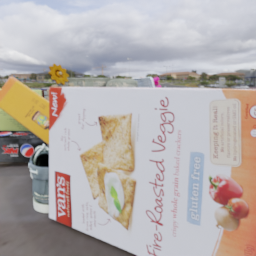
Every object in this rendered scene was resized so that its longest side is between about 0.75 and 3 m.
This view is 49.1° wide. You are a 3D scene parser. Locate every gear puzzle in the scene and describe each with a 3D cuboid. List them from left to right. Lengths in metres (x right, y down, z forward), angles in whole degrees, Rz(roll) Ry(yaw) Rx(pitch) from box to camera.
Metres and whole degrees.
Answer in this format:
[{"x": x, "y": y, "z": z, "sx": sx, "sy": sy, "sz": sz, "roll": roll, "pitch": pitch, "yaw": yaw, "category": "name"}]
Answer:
[{"x": -1.684, "y": -0.573, "z": 7.673, "sx": 0.327, "sy": 2.500, "sz": 1.295, "roll": -21, "pitch": -2, "yaw": 38, "category": "gear puzzle"}]

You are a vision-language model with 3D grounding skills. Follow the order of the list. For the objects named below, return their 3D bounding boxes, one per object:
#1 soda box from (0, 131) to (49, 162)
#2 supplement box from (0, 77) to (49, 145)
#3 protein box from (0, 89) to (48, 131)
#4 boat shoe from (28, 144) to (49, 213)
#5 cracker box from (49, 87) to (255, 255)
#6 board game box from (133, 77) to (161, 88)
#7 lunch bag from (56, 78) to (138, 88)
[{"x": -2.829, "y": 0.471, "z": 7.305, "sx": 2.086, "sy": 0.660, "sz": 0.738, "roll": 1, "pitch": 15, "yaw": 5, "category": "soda box"}, {"x": -1.929, "y": -0.232, "z": 6.339, "sx": 2.337, "sy": 0.778, "sz": 0.804, "roll": 33, "pitch": -7, "yaw": 23, "category": "supplement box"}, {"x": -3.194, "y": -0.236, "z": 8.260, "sx": 1.795, "sy": 1.809, "sz": 1.220, "roll": 0, "pitch": 9, "yaw": 1, "category": "protein box"}, {"x": -1.450, "y": 0.709, "z": 5.366, "sx": 0.898, "sy": 0.762, "sz": 2.465, "roll": -4, "pitch": 14, "yaw": -15, "category": "boat shoe"}, {"x": 0.227, "y": 0.473, "z": 3.417, "sx": 2.848, "sy": 1.907, "sz": 0.821, "roll": 6, "pitch": 8, "yaw": 36, "category": "cracker box"}, {"x": 0.814, "y": -0.619, "z": 9.403, "sx": 0.289, "sy": 2.233, "sz": 2.232, "roll": -19, "pitch": 13, "yaw": -10, "category": "board game box"}, {"x": -0.888, "y": -0.497, "z": 8.895, "sx": 2.575, "sy": 2.112, "sz": 1.514, "roll": 0, "pitch": 4, "yaw": -2, "category": "lunch bag"}]
